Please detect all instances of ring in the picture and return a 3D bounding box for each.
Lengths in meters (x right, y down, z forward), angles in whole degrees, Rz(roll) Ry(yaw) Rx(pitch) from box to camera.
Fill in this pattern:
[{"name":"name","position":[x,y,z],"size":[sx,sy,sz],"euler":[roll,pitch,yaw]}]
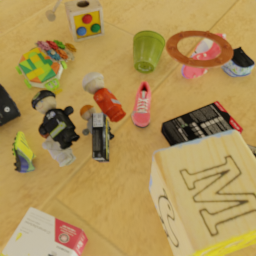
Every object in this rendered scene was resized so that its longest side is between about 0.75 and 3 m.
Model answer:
[{"name":"ring","position":[2.226,-2.552,8.772],"size":[2.092,0.201,2.092],"euler":[1,48,-1]}]

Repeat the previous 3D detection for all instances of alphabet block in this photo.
[{"name":"alphabet block","position":[2.111,1.897,7.355],"size":[2.440,2.427,2.484],"euler":[-15,55,-8]}]

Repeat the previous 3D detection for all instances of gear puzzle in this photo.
[{"name":"gear puzzle","position":[-2.744,-3.269,11.607],"size":[1.191,0.301,2.300],"euler":[43,27,2]}]

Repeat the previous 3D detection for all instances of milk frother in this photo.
[{"name":"milk frother","position":[-5.587,-0.789,9.763],"size":[2.462,2.363,2.618],"euler":[-37,25,-23]}]

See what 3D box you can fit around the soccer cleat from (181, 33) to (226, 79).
[{"name":"soccer cleat","position":[3.079,-3.032,11.867],"size":[2.864,0.955,1.095],"euler":[-45,31,-19]}]

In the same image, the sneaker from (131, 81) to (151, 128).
[{"name":"sneaker","position":[0.484,-0.904,10.265],"size":[0.716,0.843,1.943],"euler":[3,56,2]}]

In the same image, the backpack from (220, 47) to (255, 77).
[{"name":"backpack","position":[4.469,-2.588,11.430],"size":[1.071,0.860,1.171],"euler":[-20,54,-20]}]

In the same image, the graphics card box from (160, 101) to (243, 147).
[{"name":"graphics card box","position":[2.509,0.098,9.702],"size":[2.383,0.606,1.495],"euler":[-22,58,-16]}]

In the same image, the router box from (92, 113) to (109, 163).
[{"name":"router box","position":[-0.718,0.289,7.435],"size":[0.307,0.924,1.175],"euler":[-3,76,5]}]

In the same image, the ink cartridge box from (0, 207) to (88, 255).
[{"name":"ink cartridge box","position":[-2.309,3.480,7.090],"size":[1.673,0.961,2.305],"euler":[19,57,13]}]

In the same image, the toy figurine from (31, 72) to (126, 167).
[{"name":"toy figurine","position":[-1.579,-0.260,8.623],"size":[2.536,2.497,1.765],"euler":[-30,74,-25]}]

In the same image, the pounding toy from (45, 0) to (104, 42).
[{"name":"pounding toy","position":[-2.351,-4.914,12.318],"size":[2.379,2.090,1.089],"euler":[-18,57,-12]}]

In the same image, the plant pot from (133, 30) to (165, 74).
[{"name":"plant pot","position":[0.760,-3.031,11.574],"size":[1.392,1.392,1.341],"euler":[9,67,6]}]

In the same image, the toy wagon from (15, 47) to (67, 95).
[{"name":"toy wagon","position":[-3.381,-2.275,11.260],"size":[1.773,0.452,2.285],"euler":[-33,69,-14]}]

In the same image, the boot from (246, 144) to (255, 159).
[{"name":"boot","position":[3.610,1.522,8.528],"size":[2.602,0.952,1.960],"euler":[8,54,-2]}]

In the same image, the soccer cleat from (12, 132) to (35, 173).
[{"name":"soccer cleat","position":[-3.471,0.815,9.361],"size":[0.684,0.528,1.635],"euler":[7,43,-33]}]

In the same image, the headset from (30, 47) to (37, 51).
[{"name":"headset","position":[-3.767,-3.115,12.149],"size":[0.838,0.637,1.356],"euler":[-25,43,-19]}]
